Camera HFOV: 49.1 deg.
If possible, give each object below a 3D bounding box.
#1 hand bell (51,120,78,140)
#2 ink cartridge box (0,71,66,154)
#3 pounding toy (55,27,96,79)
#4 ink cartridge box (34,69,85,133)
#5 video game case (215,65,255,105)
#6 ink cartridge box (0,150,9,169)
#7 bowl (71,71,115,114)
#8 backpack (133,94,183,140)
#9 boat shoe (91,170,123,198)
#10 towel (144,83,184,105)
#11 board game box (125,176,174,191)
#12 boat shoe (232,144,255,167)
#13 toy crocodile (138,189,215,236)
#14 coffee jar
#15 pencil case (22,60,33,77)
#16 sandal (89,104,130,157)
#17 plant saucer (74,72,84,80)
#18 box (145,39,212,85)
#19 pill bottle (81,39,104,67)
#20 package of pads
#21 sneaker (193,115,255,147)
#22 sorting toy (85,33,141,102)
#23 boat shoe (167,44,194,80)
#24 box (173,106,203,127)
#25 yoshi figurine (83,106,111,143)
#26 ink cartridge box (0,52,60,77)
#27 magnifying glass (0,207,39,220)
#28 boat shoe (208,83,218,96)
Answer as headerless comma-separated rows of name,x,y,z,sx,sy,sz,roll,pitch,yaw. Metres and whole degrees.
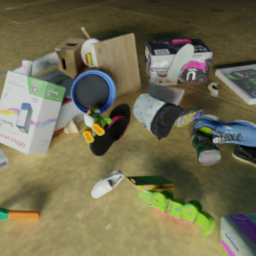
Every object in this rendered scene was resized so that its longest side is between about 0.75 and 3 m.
hand bell,-2.425,0.176,10.264,1.061,0.553,0.553,-27,44,-15
ink cartridge box,-3.344,-0.497,9.384,1.746,2.403,1.051,19,6,23
pounding toy,-2.609,-4.002,14.110,1.122,2.155,2.453,11,39,17
ink cartridge box,-2.968,-1.208,11.387,1.988,1.130,2.728,-30,47,-32
video game case,6.068,-2.168,13.264,2.694,0.346,2.963,-10,39,-12
ink cartridge box,-4.913,0.979,9.194,1.330,0.393,1.662,-30,49,-33
bowl,-1.293,-1.291,10.317,1.643,1.643,0.323,-14,20,-17
backpack,0.979,-0.556,10.272,1.450,1.100,1.737,-55,34,5
boat shoe,-0.583,1.611,7.945,1.074,0.380,0.372,-42,17,-8
towel,1.356,-1.177,11.660,1.564,0.264,1.637,17,56,21
board game box,0.620,1.575,8.082,1.343,0.201,0.642,7,11,-32
boat shoe,4.382,0.907,9.108,1.827,0.606,0.683,22,43,26
toy crocodile,1.256,2.148,7.519,2.166,0.669,0.731,17,4,26
coffee jar,2.531,0.621,9.295,0.729,0.596,1.398,-6,27,2
pencil case,-3.809,-2.118,10.596,0.404,0.890,0.370,9,12,22
sandal,-0.441,0.048,9.922,0.561,0.935,2.490,-12,32,41
plant saucer,-1.676,-1.818,12.468,1.622,0.287,1.622,16,49,-19
box,2.315,-3.144,13.483,2.788,1.600,1.842,-5,38,-3
pill bottle,-1.175,-3.630,13.747,1.287,1.287,2.292,19,18,22
package of pads,3.502,2.611,6.229,2.452,0.836,1.894,-2,9,-3
sneaker,3.018,0.248,8.666,2.166,0.851,0.966,12,38,36
sorting toy,-0.649,-2.489,11.730,0.845,2.429,2.415,11,31,39
boat shoe,2.216,-2.842,12.017,0.627,1.659,0.500,35,24,-4
box,2.303,-0.438,10.797,1.208,0.423,0.388,-19,32,-24
yoshi figurine,-1.079,-0.115,9.676,0.926,0.923,1.648,9,29,-8
ink cartridge box,-4.464,-2.636,12.574,2.634,0.570,2.586,-29,21,-12
magnifying glass,-3.346,2.264,7.397,1.911,0.761,0.214,7,35,-8
boat shoe,3.915,-1.882,12.797,0.389,0.449,1.054,6,35,5
